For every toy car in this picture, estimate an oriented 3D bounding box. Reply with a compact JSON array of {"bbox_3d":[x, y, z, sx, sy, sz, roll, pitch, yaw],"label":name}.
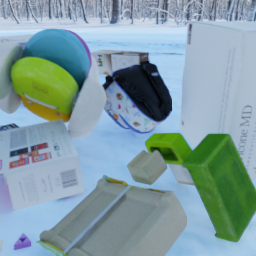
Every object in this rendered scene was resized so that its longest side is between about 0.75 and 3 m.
[{"bbox_3d":[-1.630,-1.119,6.261,2.469,2.115,2.821,23,-14,-8],"label":"toy car"}]

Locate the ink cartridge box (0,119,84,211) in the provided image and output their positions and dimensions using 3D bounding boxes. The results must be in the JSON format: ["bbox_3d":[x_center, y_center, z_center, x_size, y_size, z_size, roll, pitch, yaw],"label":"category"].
[{"bbox_3d":[-1.929,0.649,5.558,1.679,0.802,1.912,-12,26,-16],"label":"ink cartridge box"}]

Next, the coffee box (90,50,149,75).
[{"bbox_3d":[-0.432,-3.370,14.437,2.690,1.072,1.538,9,25,20],"label":"coffee box"}]

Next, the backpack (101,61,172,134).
[{"bbox_3d":[0.248,-0.720,7.705,1.793,1.450,1.883,48,44,9],"label":"backpack"}]

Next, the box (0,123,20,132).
[{"bbox_3d":[-3.197,0.265,7.107,1.117,0.280,1.126,-20,31,-40],"label":"box"}]

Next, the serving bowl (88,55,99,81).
[{"bbox_3d":[-2.094,-1.841,9.420,2.186,2.186,0.719,-1,0,-2],"label":"serving bowl"}]

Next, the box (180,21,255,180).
[{"bbox_3d":[2.506,-0.794,6.245,1.905,2.899,2.914,-3,24,-6],"label":"box"}]

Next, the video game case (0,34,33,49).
[{"bbox_3d":[-3.671,-2.312,10.565,2.937,0.338,2.676,50,34,3],"label":"video game case"}]

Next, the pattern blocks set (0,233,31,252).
[{"bbox_3d":[-2.175,1.863,3.629,1.808,0.147,1.590,-13,27,-27],"label":"pattern blocks set"}]

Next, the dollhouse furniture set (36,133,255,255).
[{"bbox_3d":[0.376,1.378,4.203,2.749,1.379,1.801,-40,21,-31],"label":"dollhouse furniture set"}]
